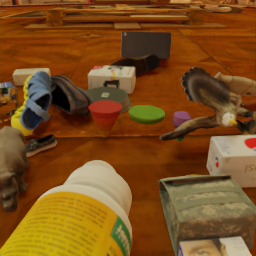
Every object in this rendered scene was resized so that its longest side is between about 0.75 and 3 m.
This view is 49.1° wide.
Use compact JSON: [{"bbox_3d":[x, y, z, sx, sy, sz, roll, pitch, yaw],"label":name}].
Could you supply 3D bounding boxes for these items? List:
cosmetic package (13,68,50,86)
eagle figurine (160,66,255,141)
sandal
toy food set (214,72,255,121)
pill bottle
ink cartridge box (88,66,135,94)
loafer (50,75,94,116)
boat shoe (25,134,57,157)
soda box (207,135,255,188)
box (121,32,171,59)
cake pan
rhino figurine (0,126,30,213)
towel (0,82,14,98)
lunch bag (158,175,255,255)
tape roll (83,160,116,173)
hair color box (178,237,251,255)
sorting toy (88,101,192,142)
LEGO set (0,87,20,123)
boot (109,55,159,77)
[{"bbox_3d":[-4.232,-2.261,12.377,1.461,0.519,0.768,-3,30,-5],"label":"cosmetic package"},{"bbox_3d":[2.154,-0.343,6.989,2.394,1.807,1.817,14,70,0],"label":"eagle figurine"},{"bbox_3d":[-2.717,-0.863,8.630,1.024,0.934,2.351,-20,51,28],"label":"sandal"},{"bbox_3d":[3.577,-0.629,7.954,2.788,1.772,0.439,15,70,4],"label":"toy food set"},{"bbox_3d":[-0.869,1.861,3.866,1.662,1.662,2.947,7,28,12],"label":"pill bottle"},{"bbox_3d":[-0.647,-2.050,11.773,1.799,0.745,1.311,3,30,6],"label":"ink cartridge box"},{"bbox_3d":[-2.364,-1.173,9.829,0.906,1.034,2.878,-17,35,-43],"label":"loafer"},{"bbox_3d":[-2.530,0.456,7.717,1.147,0.380,0.401,-18,34,-29],"label":"boat shoe"},{"bbox_3d":[3.367,0.760,6.605,2.765,0.942,0.880,-1,29,-2],"label":"soda box"},{"bbox_3d":[0.961,-4.445,15.024,2.505,1.304,2.281,3,16,5],"label":"box"},{"bbox_3d":[-0.879,-1.050,10.400,2.003,0.367,2.003,0,29,0],"label":"cake pan"},{"bbox_3d":[-2.603,0.859,6.059,0.778,1.138,2.602,-9,29,-14],"label":"rhino figurine"},{"bbox_3d":[-5.561,-1.327,11.104,2.030,0.242,1.470,-14,35,-20],"label":"towel"},{"bbox_3d":[1.407,1.437,5.388,1.405,1.007,1.713,-3,24,-5],"label":"lunch bag"},{"bbox_3d":[-0.677,1.125,5.826,0.842,0.842,0.578,-10,-11,-16],"label":"tape roll"},{"bbox_3d":[1.423,2.517,3.837,1.070,0.634,1.958,-3,28,-4],"label":"hair color box"},{"bbox_3d":[0.303,-0.060,8.081,2.936,1.011,1.018,7,26,7],"label":"sorting toy"},{"bbox_3d":[-4.254,-0.755,8.977,1.663,1.279,0.964,3,12,-10],"label":"LEGO set"},{"bbox_3d":[0.077,-2.907,13.429,2.631,0.983,1.275,-15,14,-25],"label":"boot"}]
